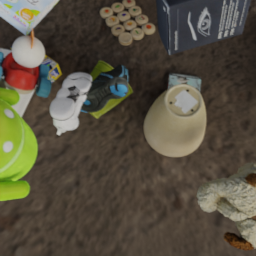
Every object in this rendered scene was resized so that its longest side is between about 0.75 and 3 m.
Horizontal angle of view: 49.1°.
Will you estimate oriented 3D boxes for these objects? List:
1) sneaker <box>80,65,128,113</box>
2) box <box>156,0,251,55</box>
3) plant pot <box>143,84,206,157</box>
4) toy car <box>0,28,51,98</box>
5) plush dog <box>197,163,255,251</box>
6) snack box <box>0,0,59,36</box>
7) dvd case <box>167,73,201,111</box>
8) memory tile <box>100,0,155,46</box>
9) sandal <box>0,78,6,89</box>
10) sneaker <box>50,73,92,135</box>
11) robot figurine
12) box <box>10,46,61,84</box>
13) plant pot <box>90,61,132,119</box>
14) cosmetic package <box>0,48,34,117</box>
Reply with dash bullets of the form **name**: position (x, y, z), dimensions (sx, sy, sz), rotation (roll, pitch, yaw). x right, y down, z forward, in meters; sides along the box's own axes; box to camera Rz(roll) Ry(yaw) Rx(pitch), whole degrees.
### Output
- **sneaker**: position (-0.721, -0.958, 7.194), dimensions (1.884, 0.690, 0.772), rotation (-17, 51, 33)
- **box**: position (2.063, -3.386, 7.985), dimensions (2.370, 1.754, 1.236), rotation (-15, 59, 0)
- **plant pot**: position (1.452, -0.356, 8.083), dimensions (1.952, 2.084, 1.952), rotation (0, 70, 1)
- **toy car**: position (-2.280, -1.611, 6.268), dimensions (1.319, 1.430, 1.265), rotation (13, 36, -30)
- **plush dog**: position (2.643, 1.709, 5.925), dimensions (1.833, 1.470, 1.574), rotation (-21, 86, -14)
- **snack box**: position (-2.426, -3.215, 6.470), dimensions (1.397, 0.561, 1.657), rotation (36, 65, -15)
- **dvd case**: position (1.878, -1.128, 9.576), dimensions (1.137, 0.171, 1.557), rotation (9, 65, 4)
- **memory tile**: position (-0.049, -4.217, 10.985), dimensions (1.599, 0.175, 2.087), rotation (-27, 69, -12)
- **sandal**: position (-3.948, -1.068, 6.453), dimensions (2.111, 0.570, 0.848), rotation (7, 61, -28)
- **sneaker**: position (-1.228, -0.526, 6.047), dimensions (0.549, 0.840, 1.461), rotation (20, 50, 3)
- **robot figurine**: position (-2.701, 0.304, 5.514), dimensions (1.512, 2.614, 2.294), rotation (-7, 75, -9)
- **box**: position (-3.234, -2.346, 9.870), dimensions (1.819, 0.637, 0.585), rotation (36, 70, 15)
- **plant pot**: position (-0.880, -1.119, 9.001), dimensions (1.477, 1.477, 1.422), rotation (40, 83, 16)
- **cosmetic package**: position (-3.858, -1.284, 8.807), dimensions (1.036, 1.685, 1.680), rotation (13, 66, 8)
